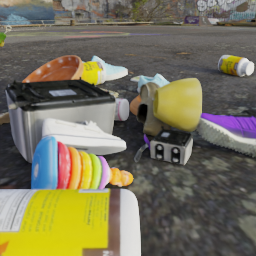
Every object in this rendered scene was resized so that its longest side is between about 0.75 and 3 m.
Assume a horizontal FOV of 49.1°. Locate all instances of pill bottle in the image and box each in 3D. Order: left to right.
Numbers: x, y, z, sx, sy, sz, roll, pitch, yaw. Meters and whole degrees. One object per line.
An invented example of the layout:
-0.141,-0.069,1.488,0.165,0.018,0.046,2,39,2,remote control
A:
-1.297,1.552,3.452,2.844,1.554,1.554,-1,24,-1,pill bottle
-2.078,-2.397,12.708,1.972,1.077,1.077,-17,30,-33,pill bottle
-0.632,-0.604,9.024,1.207,0.684,0.684,4,24,22,pill bottle
5.712,-3.281,14.833,0.928,0.928,1.698,-16,29,-31,pill bottle

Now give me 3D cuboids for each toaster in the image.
-1.921,-0.360,7.397,2.628,1.559,2.376,-10,24,-31,toaster
1.108,0.439,7.063,0.898,0.589,0.993,10,26,22,toaster

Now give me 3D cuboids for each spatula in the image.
0.363,0.544,7.025,0.145,0.399,1.411,-24,10,27,spatula

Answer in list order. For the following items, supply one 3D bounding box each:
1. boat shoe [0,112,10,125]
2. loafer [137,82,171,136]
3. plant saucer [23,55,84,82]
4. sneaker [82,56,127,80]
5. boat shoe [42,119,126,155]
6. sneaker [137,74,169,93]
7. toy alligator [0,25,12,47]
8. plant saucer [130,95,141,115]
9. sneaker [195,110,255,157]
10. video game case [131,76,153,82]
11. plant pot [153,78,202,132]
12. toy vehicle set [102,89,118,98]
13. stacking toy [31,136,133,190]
-4.079,-0.300,8.996,0.317,0.352,0.978,20,37,28,boat shoe
0.650,-0.655,8.566,0.799,0.901,2.370,1,38,-14,loafer
-2.891,-1.562,10.169,2.952,0.476,2.952,-18,40,16,plant saucer
-1.374,-3.025,14.032,2.754,1.128,1.018,-6,26,-12,sneaker
-0.911,0.173,6.355,2.106,0.688,0.775,11,-26,-42,boat shoe
1.388,-1.808,11.696,2.064,0.846,0.763,6,26,13,sneaker
-3.223,-2.147,6.910,0.323,0.976,0.234,30,28,-49,toy alligator
1.176,-0.879,10.183,2.227,0.417,2.227,1,24,0,plant saucer
2.760,-0.042,7.108,2.134,0.742,1.061,22,66,5,sneaker
0.724,-2.405,13.916,0.900,0.103,0.819,18,30,32,video game case
1.199,-0.615,7.292,0.992,1.397,1.397,2,24,-6,plant pot
-1.116,-1.407,11.645,1.203,0.159,0.748,20,31,37,toy vehicle set
-0.788,0.909,5.523,2.045,1.187,1.122,10,56,-29,stacking toy
